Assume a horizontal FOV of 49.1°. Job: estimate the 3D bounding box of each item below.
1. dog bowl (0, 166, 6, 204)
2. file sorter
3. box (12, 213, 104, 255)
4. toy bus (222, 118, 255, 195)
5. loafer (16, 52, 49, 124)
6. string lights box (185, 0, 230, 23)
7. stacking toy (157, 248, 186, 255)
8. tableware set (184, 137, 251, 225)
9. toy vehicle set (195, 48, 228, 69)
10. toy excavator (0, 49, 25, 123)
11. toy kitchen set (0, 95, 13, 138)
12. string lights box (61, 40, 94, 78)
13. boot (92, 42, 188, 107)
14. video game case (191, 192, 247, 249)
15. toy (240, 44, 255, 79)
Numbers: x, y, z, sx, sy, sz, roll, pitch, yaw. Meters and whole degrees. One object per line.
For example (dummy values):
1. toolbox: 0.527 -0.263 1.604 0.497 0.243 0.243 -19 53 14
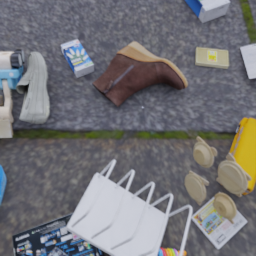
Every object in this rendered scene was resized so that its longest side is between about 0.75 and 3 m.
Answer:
1. dog bowl: -4.420 2.102 8.401 1.267 0.563 2.273 3 64 2
2. file sorter: 0.088 2.241 7.163 2.521 1.570 1.749 32 50 -6
3. box: -1.853 3.436 7.507 2.323 0.534 1.846 -22 66 4
4. toy bus: 3.693 0.774 8.794 0.824 0.991 2.531 23 67 11
5. loafer: -3.339 -1.473 9.673 0.985 0.987 2.823 4 60 -31
6. string lights box: 3.170 -5.745 12.105 1.201 0.689 2.337 -23 66 -10
7. stacking toy: 1.219 3.550 7.813 0.850 0.467 0.494 -5 82 -14
8. tableware set: 2.250 1.418 7.389 0.257 2.216 1.851 -17 38 -27
9. toy vehicle set: 3.268 -2.735 10.935 1.241 0.164 0.771 8 64 3
10. toy excavator: -4.245 -1.516 9.904 1.117 2.237 2.175 -5 25 -8
11. toy kitchen set: -4.431 -0.205 9.505 1.350 1.493 1.655 -2 104 -2
12. string lights box: -1.950 -2.671 10.757 0.729 0.418 1.419 -26 68 -17
13. boot: 0.410 -1.594 10.134 2.844 1.029 2.366 38 81 16
14. video game case: 2.696 2.735 8.332 1.230 0.141 1.119 -36 69 -15
15. toy: 4.973 -2.489 10.605 1.052 0.431 1.827 -11 48 19
